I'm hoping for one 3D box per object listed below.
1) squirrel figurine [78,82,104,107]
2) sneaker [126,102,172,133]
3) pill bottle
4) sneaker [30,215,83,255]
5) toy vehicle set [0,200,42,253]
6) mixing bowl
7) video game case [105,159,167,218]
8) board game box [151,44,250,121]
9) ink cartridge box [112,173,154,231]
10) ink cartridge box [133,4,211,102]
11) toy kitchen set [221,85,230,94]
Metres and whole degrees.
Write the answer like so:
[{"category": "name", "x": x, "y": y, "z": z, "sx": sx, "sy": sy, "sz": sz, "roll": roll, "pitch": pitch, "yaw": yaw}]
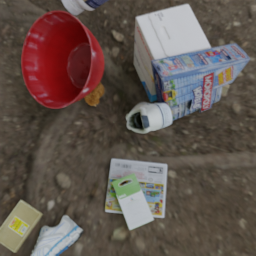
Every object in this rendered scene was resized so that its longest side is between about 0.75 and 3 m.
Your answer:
[{"category": "squirrel figurine", "x": -1.480, "y": -1.346, "z": 10.078, "sx": 1.116, "sy": 0.846, "sz": 1.196, "roll": -37, "pitch": 73, "yaw": 2}, {"category": "sneaker", "x": 0.363, "y": -0.320, "z": 8.756, "sx": 0.967, "sy": 2.732, "sz": 0.998, "roll": -11, "pitch": 89, "yaw": -17}, {"category": "pill bottle", "x": -1.116, "y": -4.628, "z": 9.111, "sx": 2.202, "sy": 1.223, "sz": 1.223, "roll": -21, "pitch": 68, "yaw": 28}, {"category": "sneaker", "x": -2.522, "y": 3.593, "z": 8.536, "sx": 2.257, "sy": 0.846, "sz": 0.978, "roll": -37, "pitch": 68, "yaw": -20}, {"category": "toy vehicle set", "x": -3.501, "y": 3.126, "z": 8.946, "sx": 0.849, "sy": 0.181, "sz": 1.367, "roll": 31, "pitch": 74, "yaw": 10}, {"category": "mixing bowl", "x": -1.866, "y": -2.066, "z": 9.054, "sx": 2.898, "sy": 1.569, "sz": 2.898, "roll": 2, "pitch": 95, "yaw": 30}, {"category": "video game case", "x": 0.286, "y": 1.988, "z": 9.331, "sx": 1.927, "sy": 0.221, "sz": 1.753, "roll": 6, "pitch": 71, "yaw": 1}, {"category": "board game box", "x": 2.244, "y": -1.368, "z": 8.716, "sx": 2.721, "sy": 2.723, "sz": 0.840, "roll": -22, "pitch": 55, "yaw": -1}, {"category": "ink cartridge box", "x": 0.125, "y": 2.321, "z": 8.847, "sx": 0.809, "sy": 0.462, "sz": 1.559, "roll": -21, "pitch": 73, "yaw": -8}, {"category": "ink cartridge box", "x": 1.345, "y": -2.462, "z": 9.598, "sx": 1.821, "sy": 2.518, "sz": 1.854, "roll": -18, "pitch": 70, "yaw": -7}, {"category": "toy kitchen set", "x": 3.273, "y": -1.777, "z": 9.985, "sx": 0.810, "sy": 0.661, "sz": 0.730, "roll": 24, "pitch": 55, "yaw": 11}]
